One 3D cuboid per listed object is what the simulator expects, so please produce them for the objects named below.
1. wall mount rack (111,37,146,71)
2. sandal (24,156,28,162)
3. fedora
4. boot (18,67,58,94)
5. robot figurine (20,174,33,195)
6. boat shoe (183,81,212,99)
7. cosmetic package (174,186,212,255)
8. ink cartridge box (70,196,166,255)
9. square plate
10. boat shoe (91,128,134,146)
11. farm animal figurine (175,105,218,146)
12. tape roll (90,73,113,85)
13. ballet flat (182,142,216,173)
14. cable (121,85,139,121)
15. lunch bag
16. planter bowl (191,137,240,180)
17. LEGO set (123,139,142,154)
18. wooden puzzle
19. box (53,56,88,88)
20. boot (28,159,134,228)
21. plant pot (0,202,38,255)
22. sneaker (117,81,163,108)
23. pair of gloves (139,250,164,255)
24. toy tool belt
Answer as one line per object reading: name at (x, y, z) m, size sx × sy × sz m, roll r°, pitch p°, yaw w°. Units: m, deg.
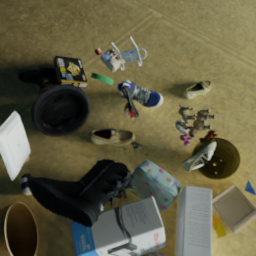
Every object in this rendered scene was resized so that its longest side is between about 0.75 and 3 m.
wall mount rack at (-0.035, -2.913, 10.901) m, size 1.366 × 1.187 × 0.509 m, roll -9°, pitch 27°, yaw 23°
sandal at (-4.218, 0.888, 10.998) m, size 0.392 × 0.293 × 1.023 m, roll -19°, pitch 61°, yaw -11°
fedora at (-2.769, -0.799, 11.344) m, size 2.360 × 2.360 × 1.078 m, roll -26°, pitch 33°, yaw -15°
boot at (-3.954, -1.962, 12.453) m, size 1.928 × 0.725 × 1.441 m, roll -6°, pitch 59°, yaw -4°
robot figurine at (-3.626, 2.044, 10.121) m, size 0.472 × 0.569 × 0.757 m, roll -13°, pitch 67°, yaw -16°
boat shoe at (3.136, -1.770, 12.492) m, size 1.483 × 0.467 × 0.541 m, roll -23°, pitch 62°, yaw -13°
cosmetic package at (2.071, 3.311, 8.952) m, size 0.960 × 1.318 × 2.593 m, roll 7°, pitch 61°, yaw 2°
ink cartridge box at (-0.213, 3.172, 8.291) m, size 2.474 × 1.795 × 1.036 m, roll -17°, pitch 50°, yaw -4°
square plate at (-3.401, 0.499, 8.479) m, size 0.224 × 1.577 × 1.562 m, roll -5°, pitch 28°, yaw 4°
boat shoe at (-0.623, 0.329, 11.163) m, size 1.756 × 0.583 × 0.650 m, roll -4°, pitch 59°, yaw -2°
farm animal figurine at (2.303, -0.063, 10.140) m, size 1.760 × 0.885 × 1.421 m, roll 1°, pitch 84°, yaw -33°
tape roll at (-0.983, -1.847, 10.550) m, size 0.846 × 0.846 × 0.203 m, roll 20°, pitch 96°, yaw 12°
ballet flat at (2.653, 1.089, 10.090) m, size 1.570 × 0.530 × 0.490 m, roll -33°, pitch 55°, yaw -10°
cable at (0.031, -0.846, 10.322) m, size 0.395 × 1.569 × 0.762 m, roll -38°, pitch 58°, yaw -15°
lunch bag at (0.827, 1.998, 9.636) m, size 1.722 × 1.381 × 0.664 m, roll 34°, pitch 41°, yaw 9°
planter bowl at (3.241, 1.259, 10.464) m, size 1.710 × 0.712 × 1.710 m, roll -6°, pitch 58°, yaw 9°
LEGO set at (0.208, 0.750, 10.904) m, size 0.809 × 0.229 × 0.525 m, roll -40°, pitch 89°, yaw -10°
wooden puzzle at (3.715, 2.839, 9.881) m, size 2.135 × 0.250 × 1.441 m, roll -23°, pitch 66°, yaw -13°
box at (-2.625, -2.545, 12.732) m, size 1.269 × 0.392 × 1.589 m, roll -1°, pitch 56°, yaw -29°
boot at (-1.339, 1.670, 8.484) m, size 2.662 × 0.985 × 2.182 m, roll 16°, pitch 36°, yaw 27°
plant pot at (-4.184, 3.501, 8.679) m, size 2.035 × 1.897 × 1.897 m, roll -17°, pitch 60°, yaw 4°
sneaker at (0.357, -1.408, 11.474) m, size 1.868 × 1.368 × 0.753 m, roll 24°, pitch 93°, yaw 42°
pair of gloves at (-0.030, 4.767, 8.196) m, size 2.992 × 0.525 × 2.544 m, roll -12°, pitch 44°, yaw -8°
toy tool belt at (-0.664, -2.649, 10.378) m, size 1.076 × 0.672 × 0.661 m, roll 47°, pitch 68°, yaw -2°
